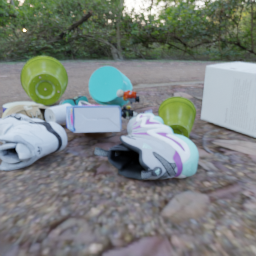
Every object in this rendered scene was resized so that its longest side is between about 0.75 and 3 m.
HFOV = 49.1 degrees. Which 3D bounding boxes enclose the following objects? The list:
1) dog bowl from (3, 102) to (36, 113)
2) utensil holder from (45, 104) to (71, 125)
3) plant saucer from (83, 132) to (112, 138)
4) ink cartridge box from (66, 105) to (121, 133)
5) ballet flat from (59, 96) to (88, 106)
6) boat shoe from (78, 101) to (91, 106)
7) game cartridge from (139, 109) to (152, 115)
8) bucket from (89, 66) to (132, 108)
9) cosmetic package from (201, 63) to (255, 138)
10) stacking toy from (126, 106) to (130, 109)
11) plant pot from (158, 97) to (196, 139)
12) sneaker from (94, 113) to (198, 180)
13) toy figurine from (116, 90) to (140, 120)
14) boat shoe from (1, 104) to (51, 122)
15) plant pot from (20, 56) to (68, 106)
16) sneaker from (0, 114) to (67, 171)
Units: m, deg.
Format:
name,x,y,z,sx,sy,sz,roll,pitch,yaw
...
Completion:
name,x,y,z,sx,sy,sz,roll,pitch,yaw
dog bowl,-4.476,-0.709,11.638,1.325,0.522,1.325,0,17,0
utensil holder,-2.470,-0.459,10.111,0.712,0.712,0.838,15,23,39
plant saucer,-1.036,0.121,9.563,0.978,0.168,0.978,-1,18,0
ink cartridge box,-1.189,-0.319,8.857,1.423,0.796,2.086,-1,3,-18
ballet flat,-2.546,-0.959,12.447,0.747,0.747,2.011,8,16,24
boat shoe,-1.332,-0.602,10.935,0.665,0.607,1.849,-17,31,-37
game cartridge,0.726,-0.563,11.565,0.562,0.166,0.867,-15,13,8
bucket,-0.797,-1.756,12.214,1.815,1.815,1.181,5,-6,17
cosmetic package,4.302,-1.107,9.970,2.106,2.093,2.516,-14,24,-33
stacking toy,-0.365,-1.123,12.960,0.857,0.201,0.646,-4,53,-15
plant pot,1.507,-0.143,8.725,1.236,1.236,1.191,3,37,9
sneaker,0.084,0.411,6.943,2.055,1.142,2.937,-7,18,-24
toy figurine,-0.057,-0.907,11.138,0.794,1.142,1.124,7,-3,14
boat shoe,-3.479,-0.423,10.045,0.831,0.917,2.574,4,16,14
plant pot,-3.812,-2.017,12.864,2.269,2.269,2.185,-5,22,-16
sneaker,-3.067,0.317,7.434,2.635,0.990,1.514,7,21,28
